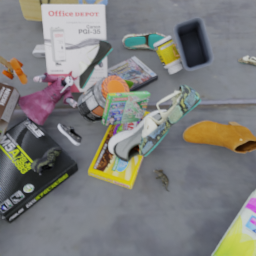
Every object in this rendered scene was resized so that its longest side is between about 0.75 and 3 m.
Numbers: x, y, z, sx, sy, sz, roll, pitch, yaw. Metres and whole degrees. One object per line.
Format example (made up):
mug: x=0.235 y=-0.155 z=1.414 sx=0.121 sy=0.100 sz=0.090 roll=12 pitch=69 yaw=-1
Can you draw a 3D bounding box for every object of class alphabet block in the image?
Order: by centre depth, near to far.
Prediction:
alphabet block: x=-2.850 y=-6.412 z=12.058 sx=2.949 sy=2.896 sz=2.881 roll=12 pitch=43 yaw=16

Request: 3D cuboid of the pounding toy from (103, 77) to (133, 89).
pounding toy: x=-0.403 y=-1.313 z=9.369 sx=1.163 sy=0.898 sz=0.540 roll=4 pitch=89 yaw=-19

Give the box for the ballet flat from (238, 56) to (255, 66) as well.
ballet flat: x=5.048 y=-2.807 z=11.596 sx=0.896 sy=0.337 sz=0.304 roll=17 pitch=56 yaw=12

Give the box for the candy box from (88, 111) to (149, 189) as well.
candy box: x=-0.098 y=0.504 z=9.240 sx=1.449 sy=0.374 sz=2.835 roll=18 pitch=57 yaw=7

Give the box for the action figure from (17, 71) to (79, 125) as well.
action figure: x=-2.475 y=-1.026 z=9.272 sx=2.177 sy=1.621 sz=1.458 roll=-39 pitch=98 yaw=-2

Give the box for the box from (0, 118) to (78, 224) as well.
box: x=-3.286 y=1.136 z=8.572 sx=2.482 sy=0.611 sz=2.571 roll=-38 pitch=62 yaw=-24

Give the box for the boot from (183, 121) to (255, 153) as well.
boot: x=2.880 y=0.329 z=8.687 sx=2.053 sy=0.722 sz=1.470 roll=-9 pitch=24 yaw=-4

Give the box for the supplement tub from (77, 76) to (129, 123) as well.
supplement tub: x=-0.797 y=-0.907 z=8.904 sx=1.107 sy=1.807 sz=1.107 roll=10 pitch=70 yaw=-31

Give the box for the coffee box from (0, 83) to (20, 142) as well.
coffee box: x=-4.118 y=-0.426 z=8.362 sx=1.056 sy=0.736 sz=1.846 roll=19 pitch=75 yaw=-1

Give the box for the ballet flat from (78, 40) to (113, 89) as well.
ballet flat: x=-1.144 y=-1.981 z=8.597 sx=0.562 sy=0.559 sz=1.643 roll=36 pitch=90 yaw=-11

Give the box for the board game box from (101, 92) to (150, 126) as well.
board game box: x=-0.049 y=-0.527 z=7.497 sx=1.291 sy=0.869 sz=0.188 roll=-8 pitch=36 yaw=-36

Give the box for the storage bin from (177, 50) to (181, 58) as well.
storage bin: x=2.610 y=-3.184 z=11.824 sx=0.896 sy=0.423 sz=0.903 roll=30 pitch=59 yaw=19

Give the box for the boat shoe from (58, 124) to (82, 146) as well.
boat shoe: x=-1.426 y=0.102 z=6.939 sx=0.803 sy=0.281 sz=0.266 roll=43 pitch=107 yaw=29

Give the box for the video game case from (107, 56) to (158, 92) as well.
video game case: x=0.066 y=-2.085 z=11.098 sx=1.685 sy=0.215 sz=1.523 roll=-30 pitch=60 yaw=-23

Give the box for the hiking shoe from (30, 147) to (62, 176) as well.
hiking shoe: x=-2.243 y=0.975 z=8.064 sx=0.524 sy=0.395 sz=1.042 roll=36 pitch=55 yaw=23

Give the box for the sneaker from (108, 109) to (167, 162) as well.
sneaker: x=0.558 y=0.274 z=8.629 sx=2.352 sy=0.869 sz=0.933 roll=-34 pitch=50 yaw=-17

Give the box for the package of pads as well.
package of pads: x=3.320 y=3.172 z=6.637 sx=2.162 sy=0.954 sz=2.798 roll=35 pitch=75 yaw=23

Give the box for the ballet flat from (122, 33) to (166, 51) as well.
ballet flat: x=0.813 y=-3.777 z=12.103 sx=2.112 sy=0.799 sz=0.675 roll=5 pitch=31 yaw=-1

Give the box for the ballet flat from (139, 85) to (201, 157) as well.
ballet flat: x=0.833 y=-0.227 z=6.923 sx=2.081 sy=0.773 sz=0.773 roll=-47 pitch=62 yaw=5

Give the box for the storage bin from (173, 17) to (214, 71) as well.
storage bin: x=2.263 y=-2.879 z=10.149 sx=1.235 sy=1.140 sz=1.698 roll=-17 pitch=91 yaw=11

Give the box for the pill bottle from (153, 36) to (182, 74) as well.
pill bottle: x=1.577 y=-2.785 z=10.824 sx=0.742 sy=0.742 sz=1.319 roll=-33 pitch=103 yaw=-22

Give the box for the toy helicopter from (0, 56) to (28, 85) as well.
toy helicopter: x=-3.612 y=-1.880 z=8.400 sx=1.059 sy=1.601 sz=0.632 roll=35 pitch=85 yaw=24

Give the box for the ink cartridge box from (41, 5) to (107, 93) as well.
ink cartridge box: x=-1.810 y=-2.750 z=9.806 sx=2.103 sy=2.870 sz=1.188 roll=-3 pitch=17 yaw=-7

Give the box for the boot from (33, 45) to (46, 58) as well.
boot: x=-3.415 y=-3.295 z=11.879 sx=1.200 sy=0.441 sz=0.573 roll=4 pitch=60 yaw=4

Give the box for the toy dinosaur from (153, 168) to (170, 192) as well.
toy dinosaur: x=1.077 y=1.531 z=8.467 sx=0.800 sy=0.308 sz=0.409 roll=48 pitch=33 yaw=14
